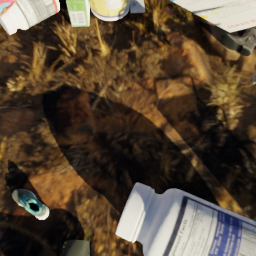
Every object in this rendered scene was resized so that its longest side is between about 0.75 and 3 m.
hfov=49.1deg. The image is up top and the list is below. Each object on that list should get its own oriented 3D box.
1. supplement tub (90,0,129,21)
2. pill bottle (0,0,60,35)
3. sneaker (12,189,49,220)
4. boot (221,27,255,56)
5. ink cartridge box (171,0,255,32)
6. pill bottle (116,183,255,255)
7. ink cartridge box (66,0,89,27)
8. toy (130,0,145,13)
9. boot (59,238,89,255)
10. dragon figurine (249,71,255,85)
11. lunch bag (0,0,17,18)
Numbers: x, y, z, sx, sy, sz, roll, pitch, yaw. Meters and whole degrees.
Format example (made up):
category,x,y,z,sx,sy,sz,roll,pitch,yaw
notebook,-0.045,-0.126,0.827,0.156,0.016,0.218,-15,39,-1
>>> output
category,x,y,z,sx,sy,sz,roll,pitch,yaw
supplement tub,-0.616,-4.534,8.883,1.347,1.853,1.347,0,65,0
pill bottle,-3.254,-3.865,9.014,1.862,1.079,1.079,-36,70,-14
sneaker,-2.385,1.782,6.758,1.063,0.485,0.413,29,68,13
boot,3.679,-2.889,8.976,1.177,0.407,1.024,36,68,6
ink cartridge box,2.237,-3.524,6.066,2.499,1.839,1.807,15,90,-28
pill bottle,1.309,2.277,5.901,2.941,1.633,1.633,22,67,10
ink cartridge box,-1.632,-4.499,9.311,0.599,1.049,2.021,-2,66,-2
toy,0.309,-4.203,9.654,0.467,0.192,0.812,-4,65,1
boot,-1.617,3.025,6.195,1.605,0.622,1.110,5,60,-12
dragon figurine,3.311,-0.970,5.891,1.181,0.699,2.375,-19,94,-18
lunch bag,-2.789,-2.776,5.724,1.645,0.674,1.449,-47,42,-7
